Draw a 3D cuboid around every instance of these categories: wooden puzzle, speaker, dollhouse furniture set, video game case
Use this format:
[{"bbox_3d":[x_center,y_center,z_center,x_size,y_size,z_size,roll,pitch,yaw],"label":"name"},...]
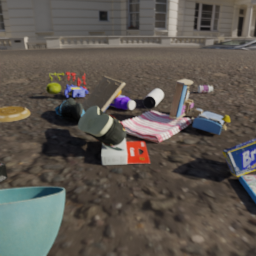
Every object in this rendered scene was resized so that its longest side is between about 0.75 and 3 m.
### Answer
[{"bbox_3d":[-1.224,-1.495,13.823,2.068,0.517,2.232,-52,34,-7],"label":"wooden puzzle"},{"bbox_3d":[1.365,-1.562,14.913,0.709,0.709,1.746,7,23,18],"label":"speaker"},{"bbox_3d":[3.298,-0.989,11.841,2.424,1.582,2.289,20,22,23],"label":"dollhouse furniture set"},{"bbox_3d":[4.244,1.675,7.166,2.223,0.198,1.591,0,21,-1],"label":"video game case"}]

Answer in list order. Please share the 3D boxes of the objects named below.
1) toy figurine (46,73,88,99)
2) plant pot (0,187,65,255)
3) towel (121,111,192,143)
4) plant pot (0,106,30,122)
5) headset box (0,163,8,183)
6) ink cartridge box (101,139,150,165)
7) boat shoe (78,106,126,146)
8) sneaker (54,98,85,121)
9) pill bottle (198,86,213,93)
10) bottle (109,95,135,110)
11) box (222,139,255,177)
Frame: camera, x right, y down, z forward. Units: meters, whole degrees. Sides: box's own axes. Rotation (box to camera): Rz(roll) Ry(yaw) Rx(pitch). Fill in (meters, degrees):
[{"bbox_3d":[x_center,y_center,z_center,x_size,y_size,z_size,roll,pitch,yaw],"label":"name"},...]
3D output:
[{"bbox_3d":[-3.176,-2.304,16.041,2.539,1.339,1.521,-6,30,-41],"label":"toy figurine"},{"bbox_3d":[-2.066,1.817,4.864,1.961,1.321,1.961,-4,-5,0],"label":"plant pot"},{"bbox_3d":[1.149,-0.185,11.716,2.084,0.426,2.848,16,26,34],"label":"towel"},{"bbox_3d":[-5.667,-0.704,13.312,1.904,0.262,1.904,1,21,0],"label":"plant pot"},{"bbox_3d":[-4.241,1.277,7.768,1.347,0.505,1.001,10,23,24],"label":"headset box"},{"bbox_3d":[-0.115,0.688,9.501,1.523,0.382,1.755,-2,21,-2],"label":"ink cartridge box"},{"bbox_3d":[-1.001,-0.068,9.865,0.907,1.058,2.893,39,-6,-28],"label":"boat shoe"},{"bbox_3d":[-2.558,-0.644,12.612,0.997,0.891,2.433,-28,25,-19],"label":"sneaker"},{"bbox_3d":[4.808,-2.398,17.442,0.836,0.469,0.469,-2,21,-5],"label":"pill bottle"},{"bbox_3d":[-0.472,-1.355,14.460,0.810,0.633,1.938,-14,25,-41],"label":"bottle"},{"bbox_3d":[3.859,0.631,7.852,2.169,0.760,0.697,-21,-4,6],"label":"box"}]
